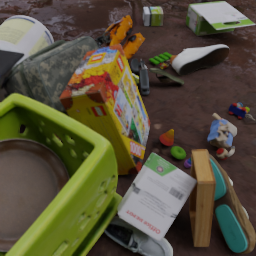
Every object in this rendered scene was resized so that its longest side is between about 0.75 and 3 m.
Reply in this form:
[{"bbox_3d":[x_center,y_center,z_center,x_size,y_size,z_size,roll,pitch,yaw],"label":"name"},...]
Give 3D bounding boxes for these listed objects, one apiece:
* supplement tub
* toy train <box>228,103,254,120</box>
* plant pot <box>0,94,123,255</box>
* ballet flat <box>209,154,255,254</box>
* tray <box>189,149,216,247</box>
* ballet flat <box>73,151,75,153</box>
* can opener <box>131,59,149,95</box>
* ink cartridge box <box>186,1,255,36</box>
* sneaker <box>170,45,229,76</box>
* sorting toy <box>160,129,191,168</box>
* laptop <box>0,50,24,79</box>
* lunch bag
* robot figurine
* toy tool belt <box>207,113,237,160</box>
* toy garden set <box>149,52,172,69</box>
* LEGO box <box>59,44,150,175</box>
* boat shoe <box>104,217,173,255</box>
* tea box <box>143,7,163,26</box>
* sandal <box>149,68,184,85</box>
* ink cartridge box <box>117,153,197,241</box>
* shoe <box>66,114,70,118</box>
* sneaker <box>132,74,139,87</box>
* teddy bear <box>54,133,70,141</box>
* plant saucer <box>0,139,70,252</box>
[{"bbox_3d":[-4.041,-2.469,9.989,2.097,2.097,2.893,5,45,5],"label":"supplement tub"},{"bbox_3d":[3.873,-0.525,9.288,0.925,0.392,0.535,35,40,31],"label":"toy train"},{"bbox_3d":[-1.792,1.393,5.388,2.721,2.481,2.735,26,62,30],"label":"plant pot"},{"bbox_3d":[2.244,1.638,6.422,0.832,0.780,2.299,3,54,-44],"label":"ballet flat"},{"bbox_3d":[1.508,1.476,5.789,0.353,1.907,0.941,-3,35,7],"label":"tray"},{"bbox_3d":[-1.673,0.732,7.920,0.419,0.419,1.205,-14,46,-14],"label":"ballet flat"},{"bbox_3d":[0.490,-1.943,10.595,0.610,0.483,1.836,-9,48,1],"label":"can opener"},{"bbox_3d":[4.299,-4.988,13.412,2.041,1.046,2.762,-11,46,-12],"label":"ink cartridge box"},{"bbox_3d":[2.884,-3.000,11.410,2.541,0.925,1.076,-19,50,-17],"label":"sneaker"},{"bbox_3d":[1.449,0.519,7.951,0.458,0.455,1.322,-12,50,-38],"label":"sorting toy"},{"bbox_3d":[-4.583,-1.067,7.509,2.834,1.642,2.654,7,32,-5],"label":"laptop"},{"bbox_3d":[-2.142,-1.471,8.165,2.065,1.715,2.462,1,34,41],"label":"lunch bag"},{"bbox_3d":[-0.430,-3.129,10.984,0.707,1.762,2.430,12,58,53],"label":"robot figurine"},{"bbox_3d":[2.606,0.215,8.087,0.788,0.800,1.282,41,49,-20],"label":"toy tool belt"},{"bbox_3d":[1.519,-2.785,11.740,1.002,0.200,0.835,-28,49,-27],"label":"toy garden set"},{"bbox_3d":[-0.406,-0.395,7.321,1.053,2.728,2.032,-7,42,21],"label":"LEGO box"},{"bbox_3d":[0.148,2.402,5.942,1.584,0.553,0.564,19,4,26],"label":"boat shoe"},{"bbox_3d":[1.289,-5.780,14.503,0.957,0.650,0.972,-2,44,-3],"label":"tea box"},{"bbox_3d":[1.419,-1.841,10.397,1.443,0.412,0.573,21,18,-16],"label":"sandal"},{"bbox_3d":[0.545,1.332,5.553,1.000,0.577,1.369,34,87,-2],"label":"ink cartridge box"},{"bbox_3d":[-1.581,-0.185,7.775,1.639,0.746,0.586,34,68,22],"label":"shoe"},{"bbox_3d":[0.160,-1.704,10.114,0.357,0.406,0.960,-17,-6,31],"label":"sneaker"},{"bbox_3d":[-1.680,-0.747,9.037,2.883,0.962,2.090,-26,48,-23],"label":"teddy bear"},{"bbox_3d":[-2.207,1.296,5.593,2.160,0.346,2.160,14,65,-31],"label":"plant saucer"}]
